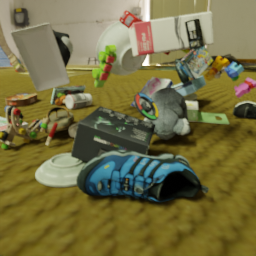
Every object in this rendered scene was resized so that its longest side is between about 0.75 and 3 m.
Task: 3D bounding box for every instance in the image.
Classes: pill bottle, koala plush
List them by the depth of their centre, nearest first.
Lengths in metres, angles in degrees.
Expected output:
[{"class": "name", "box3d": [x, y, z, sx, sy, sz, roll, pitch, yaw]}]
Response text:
[{"class": "koala plush", "box3d": [1.315, -0.305, 9.943, 1.782, 1.847, 2.010, 3, 29, 12]}, {"class": "pill bottle", "box3d": [-2.666, -1.463, 15.198, 1.308, 0.745, 0.745, -14, 22, -42]}]

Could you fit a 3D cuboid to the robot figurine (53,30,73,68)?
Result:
[{"class": "robot figurine", "box3d": [-2.468, -2.451, 9.264, 1.070, 1.289, 1.715, -14, 48, 32]}]

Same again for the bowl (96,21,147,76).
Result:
[{"class": "bowl", "box3d": [-0.043, -3.600, 13.539, 2.811, 2.811, 1.263, -9, 43, -29]}]

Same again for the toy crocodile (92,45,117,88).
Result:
[{"class": "toy crocodile", "box3d": [-0.990, -2.639, 12.156, 0.728, 2.156, 0.666, -3, 43, -36]}]

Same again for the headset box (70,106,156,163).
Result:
[{"class": "headset box", "box3d": [-0.331, 0.335, 7.872, 1.900, 1.012, 2.183, 18, 18, 4]}]

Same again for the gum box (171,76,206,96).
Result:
[{"class": "gum box", "box3d": [2.874, -2.114, 15.935, 2.530, 0.663, 2.978, -18, 6, 29]}]

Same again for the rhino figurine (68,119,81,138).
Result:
[{"class": "rhino figurine", "box3d": [-1.606, 0.194, 9.905, 0.720, 0.492, 1.646, -41, 33, -17]}]

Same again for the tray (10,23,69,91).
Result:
[{"class": "tray", "box3d": [-2.417, -1.960, 7.921, 1.054, 1.963, 0.218, -16, 46, -6]}]

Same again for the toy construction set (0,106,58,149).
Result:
[{"class": "toy construction set", "box3d": [-3.431, 0.205, 9.375, 1.797, 1.381, 1.498, 16, -14, 12]}]

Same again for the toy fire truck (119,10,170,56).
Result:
[{"class": "toy fire truck", "box3d": [0.769, -3.652, 10.859, 2.137, 0.521, 1.507, 6, 36, -53]}]

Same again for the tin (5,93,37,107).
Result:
[{"class": "tin", "box3d": [-6.205, -1.667, 16.419, 1.327, 0.496, 2.370, -2, 16, 7]}]

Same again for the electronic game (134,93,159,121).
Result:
[{"class": "electronic game", "box3d": [0.508, -0.589, 7.692, 0.187, 0.898, 0.898, -38, -7, 35]}]

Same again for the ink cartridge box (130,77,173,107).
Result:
[{"class": "ink cartridge box", "box3d": [1.157, -1.859, 15.031, 1.964, 0.425, 1.928, 20, 71, 48]}]

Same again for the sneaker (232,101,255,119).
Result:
[{"class": "sneaker", "box3d": [5.874, -0.743, 12.826, 2.037, 0.771, 0.892, -3, 22, -9]}]

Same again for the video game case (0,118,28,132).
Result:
[{"class": "video game case", "box3d": [-5.608, -0.077, 11.430, 2.484, 0.217, 1.776, 10, 19, 31]}]

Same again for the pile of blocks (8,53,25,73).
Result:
[{"class": "pile of blocks", "box3d": [-3.980, -2.232, 9.945, 0.994, 0.309, 0.408, 55, 6, 26]}]

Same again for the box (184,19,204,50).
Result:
[{"class": "box", "box3d": [1.934, -2.713, 8.129, 0.345, 0.800, 0.655, -8, 16, 26]}]

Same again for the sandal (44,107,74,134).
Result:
[{"class": "sandal", "box3d": [-2.810, -0.433, 11.125, 1.153, 0.775, 2.870, -16, 13, -5]}]

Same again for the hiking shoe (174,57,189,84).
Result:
[{"class": "hiking shoe", "box3d": [2.901, -3.032, 14.003, 0.973, 0.835, 2.244, -19, 35, 17]}]

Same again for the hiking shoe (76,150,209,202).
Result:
[{"class": "hiking shoe", "box3d": [0.274, 1.078, 6.101, 2.734, 1.017, 1.185, -4, 16, -14]}]

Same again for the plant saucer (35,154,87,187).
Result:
[{"class": "plant saucer", "box3d": [-1.615, 1.016, 7.407, 1.641, 0.412, 1.641, 0, 17, 0]}]

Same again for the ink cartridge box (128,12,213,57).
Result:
[{"class": "ink cartridge box", "box3d": [1.352, -3.054, 9.314, 2.446, 1.037, 1.781, -11, 14, -1]}]

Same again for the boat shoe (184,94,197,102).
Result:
[{"class": "boat shoe", "box3d": [3.267, -1.521, 16.065, 1.538, 0.475, 0.560, -20, 55, -18]}]

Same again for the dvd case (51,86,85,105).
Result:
[{"class": "dvd case", "box3d": [-3.443, -1.882, 16.035, 1.803, 1.316, 0.198, -8, 60, -30]}]

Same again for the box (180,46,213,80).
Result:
[{"class": "box", "box3d": [3.066, -2.978, 12.490, 1.498, 1.023, 0.282, -45, 17, -24]}]

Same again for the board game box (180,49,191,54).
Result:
[{"class": "board game box", "box3d": [2.410, -4.371, 14.161, 0.998, 0.468, 1.965, 16, 23, -44]}]

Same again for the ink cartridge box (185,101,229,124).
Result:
[{"class": "ink cartridge box", "box3d": [3.205, -0.757, 13.070, 2.724, 0.653, 1.982, 2, 16, 13]}]

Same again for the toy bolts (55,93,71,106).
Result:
[{"class": "toy bolts", "box3d": [-3.478, -1.438, 15.637, 0.983, 0.939, 0.682, -6, 51, -47]}]

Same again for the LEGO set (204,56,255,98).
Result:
[{"class": "LEGO set", "box3d": [3.284, -1.805, 9.749, 0.931, 0.865, 2.268, -43, 32, 8]}]
